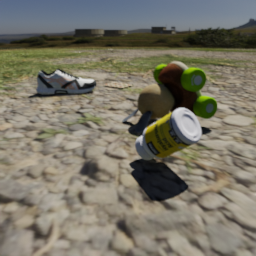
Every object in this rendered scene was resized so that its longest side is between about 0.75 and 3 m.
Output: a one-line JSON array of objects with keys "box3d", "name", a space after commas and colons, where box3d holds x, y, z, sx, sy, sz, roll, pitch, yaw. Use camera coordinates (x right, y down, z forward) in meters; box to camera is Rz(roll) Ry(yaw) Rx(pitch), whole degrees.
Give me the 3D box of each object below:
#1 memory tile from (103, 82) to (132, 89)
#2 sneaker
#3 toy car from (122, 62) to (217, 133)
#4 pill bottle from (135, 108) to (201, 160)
[{"box3d": [-0.544, -2.210, 14.590, 1.313, 0.110, 1.006, 14, 24, 36], "name": "memory tile"}, {"box3d": [-2.854, -2.161, 13.002, 2.788, 1.115, 1.028, -4, 18, -14], "name": "sneaker"}, {"box3d": [1.051, -0.684, 8.777, 2.480, 1.957, 2.037, -36, 26, -11], "name": "toy car"}, {"box3d": [0.791, 0.208, 5.976, 0.776, 0.776, 1.394, -20, -10, -44], "name": "pill bottle"}]
